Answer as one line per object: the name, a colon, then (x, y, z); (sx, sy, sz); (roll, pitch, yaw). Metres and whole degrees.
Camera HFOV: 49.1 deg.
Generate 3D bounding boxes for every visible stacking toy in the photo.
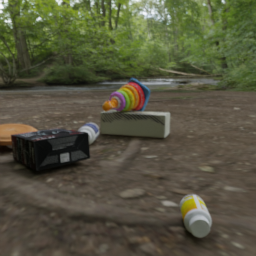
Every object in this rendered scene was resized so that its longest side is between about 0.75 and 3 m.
stacking toy: (-0.275, -1.101, 11.495); (1.239, 1.311, 2.258); (38, 39, 23)

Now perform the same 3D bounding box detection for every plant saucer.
plant saucer: (-4.078, 0.179, 9.747); (1.818, 0.293, 1.818); (4, 17, -1)

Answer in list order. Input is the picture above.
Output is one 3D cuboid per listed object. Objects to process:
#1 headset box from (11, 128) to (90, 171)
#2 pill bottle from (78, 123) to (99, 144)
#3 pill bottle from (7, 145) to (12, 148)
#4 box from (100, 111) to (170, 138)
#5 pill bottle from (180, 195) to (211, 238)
headset box: (-2.320, 0.526, 8.097); (1.564, 0.812, 2.101); (-9, 10, -38)
pill bottle: (-1.495, 0.236, 10.263); (0.680, 0.680, 1.225); (1, 11, 5)
pill bottle: (-3.902, 0.390, 9.925); (0.499, 0.499, 0.862); (3, 10, 15)
box: (0.292, -0.192, 11.730); (2.769, 0.947, 1.138); (3, 9, 16)
pill bottle: (1.104, 1.441, 4.588); (0.428, 0.428, 0.783); (1, 11, 4)
